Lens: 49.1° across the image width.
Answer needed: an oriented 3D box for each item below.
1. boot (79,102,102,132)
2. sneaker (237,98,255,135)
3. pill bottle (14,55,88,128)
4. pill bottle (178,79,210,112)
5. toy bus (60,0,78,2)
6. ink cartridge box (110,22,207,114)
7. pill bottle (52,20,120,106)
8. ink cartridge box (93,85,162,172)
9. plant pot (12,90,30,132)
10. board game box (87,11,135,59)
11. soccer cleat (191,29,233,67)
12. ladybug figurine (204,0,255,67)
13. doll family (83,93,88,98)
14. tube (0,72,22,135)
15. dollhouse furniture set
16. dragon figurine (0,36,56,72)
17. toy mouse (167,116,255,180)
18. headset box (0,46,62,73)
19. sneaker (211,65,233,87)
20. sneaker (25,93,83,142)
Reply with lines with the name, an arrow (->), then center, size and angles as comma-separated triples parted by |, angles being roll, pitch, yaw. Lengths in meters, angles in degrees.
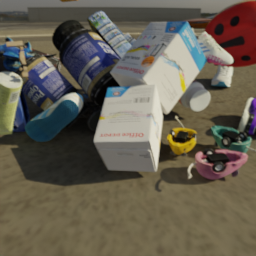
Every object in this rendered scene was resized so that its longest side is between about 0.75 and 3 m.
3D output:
boot -> -1.292, -0.416, 8.925 | 1.672, 0.665, 1.921 | 3, 22, 24
sneaker -> 3.973, -0.269, 8.463 | 1.010, 0.706, 2.030 | 18, 33, 22
pill bottle -> -2.236, -1.034, 8.305 | 2.109, 1.179, 1.179 | 45, 27, -7
pill bottle -> 1.993, -1.225, 9.448 | 0.907, 0.907, 1.588 | -9, 32, -19
toy bus -> -1.849, -4.332, 9.009 | 1.053, 0.412, 0.343 | 17, -4, 40
ink cartridge box -> 0.781, -1.563, 7.190 | 1.360, 1.337, 1.848 | 24, 72, 48
pill bottle -> -1.172, -2.033, 8.522 | 1.451, 1.451, 2.595 | -23, 66, -41
ink cartridge box -> 0.077, 0.017, 6.233 | 1.171, 1.151, 1.591 | -1, 51, 16
plant pot -> -3.657, -0.550, 8.435 | 1.074, 1.194, 1.194 | -11, 26, -11
board game box -> 0.068, -2.371, 9.978 | 0.921, 2.984, 2.986 | -40, -7, -1
soccer cleat -> 2.092, -2.113, 7.311 | 1.444, 0.623, 0.504 | 31, 50, 20
ladybug figurine -> 3.277, -2.648, 8.268 | 1.011, 1.908, 2.811 | -37, 18, -35
doll family -> -1.000, -1.776, 10.370 | 1.774, 0.799, 1.101 | 4, 54, 31
tube -> -3.144, -0.452, 6.972 | 0.616, 2.122, 0.551 | 27, 41, -10
dollhouse furniture set -> -2.485, -1.522, 6.289 | 0.338, 0.763, 0.395 | -10, 13, -19
dragon figurine -> -3.335, -2.077, 8.330 | 2.185, 0.643, 1.086 | 15, 50, -11
toy mouse -> 2.147, 0.581, 6.571 | 2.513, 0.547, 2.828 | 6, 25, 15
headset box -> -4.507, -2.747, 12.805 | 2.100, 1.090, 2.822 | 20, 23, -2
sneaker -> 4.409, -2.473, 13.071 | 0.865, 0.913, 2.260 | 10, 26, 17
sneaker -> -1.957, -0.258, 7.534 | 1.886, 0.722, 0.762 | -29, 19, 21
